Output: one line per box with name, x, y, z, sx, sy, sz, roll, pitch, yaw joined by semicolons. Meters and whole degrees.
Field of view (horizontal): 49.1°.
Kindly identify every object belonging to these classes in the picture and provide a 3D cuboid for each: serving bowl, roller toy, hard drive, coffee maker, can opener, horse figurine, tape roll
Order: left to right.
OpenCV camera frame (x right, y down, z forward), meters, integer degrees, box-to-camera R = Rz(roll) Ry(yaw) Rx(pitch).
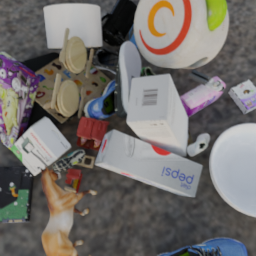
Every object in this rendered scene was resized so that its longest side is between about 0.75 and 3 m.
hard drive;-3.517;2.006;8.500;1.177;0.319;1.685;-2;66;-2
horse figurine;-1.662;2.597;7.464;0.706;1.873;2.827;-10;64;31
tape roll;-1.860;-3.421;9.615;1.903;1.903;1.307;-3;105;-1
coffee maker;-0.228;-3.876;10.338;1.493;1.047;1.555;26;84;36
roller toy;1.684;-3.284;9.009;2.031;2.651;2.906;-8;46;-45
can opener;2.459;-1.449;8.877;0.325;0.410;1.233;-46;57;-11
serving bowl;3.777;1.307;8.481;2.811;0.925;2.811;0;67;0

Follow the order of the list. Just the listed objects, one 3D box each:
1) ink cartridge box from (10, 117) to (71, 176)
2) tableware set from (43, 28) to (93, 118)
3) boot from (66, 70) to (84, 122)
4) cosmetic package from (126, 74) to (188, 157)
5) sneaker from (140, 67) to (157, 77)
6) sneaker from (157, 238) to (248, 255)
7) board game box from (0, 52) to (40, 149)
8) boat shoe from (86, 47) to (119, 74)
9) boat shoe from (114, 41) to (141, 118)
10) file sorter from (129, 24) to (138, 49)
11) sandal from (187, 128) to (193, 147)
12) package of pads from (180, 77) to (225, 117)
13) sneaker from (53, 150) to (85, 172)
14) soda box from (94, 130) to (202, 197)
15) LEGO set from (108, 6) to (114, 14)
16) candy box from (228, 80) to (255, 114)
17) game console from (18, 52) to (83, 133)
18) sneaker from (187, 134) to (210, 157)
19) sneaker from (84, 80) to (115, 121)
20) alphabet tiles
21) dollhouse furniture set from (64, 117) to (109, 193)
ink cartridge box;-2.592;0.569;8.220;1.152;1.579;0.663;50;42;-6
tableware set;-1.781;-1.526;8.260;0.474;1.565;2.367;7;84;22
boot;-1.977;-1.507;9.792;1.597;0.828;2.444;-23;69;-13
cosmetic package;0.980;-0.221;8.128;1.114;2.627;1.413;-3;64;21
sneaker;0.643;-1.816;9.683;0.806;0.929;2.096;-26;51;-22
sneaker;1.913;3.582;7.349;2.679;1.194;1.052;-13;67;-6
board game box;-3.689;-0.761;8.655;1.607;2.678;0.432;35;28;21
boat shoe;-0.852;-2.439;9.822;2.363;0.783;0.826;34;84;36
boat shoe;-0.095;-1.504;8.649;0.706;0.856;2.495;-17;65;38
file sorter;0.662;-3.490;10.701;1.137;0.697;0.789;21;69;8
sandal;1.858;0.130;9.345;0.421;0.283;1.047;-21;68;-9
package of pads;2.455;-1.028;9.488;1.566;0.943;0.592;-30;69;-13
sneaker;-1.791;0.990;8.521;1.043;0.415;0.404;-28;108;-16
soda box;0.602;1.058;8.018;2.904;0.921;0.991;23;74;-14
LEGO set;-0.389;-4.288;11.268;1.078;0.471;1.661;31;83;14
candy box;4.167;-1.096;9.843;0.817;0.348;0.974;-25;69;-11
game console;-2.838;-1.003;9.412;2.182;1.444;2.481;-40;78;24
sneaker;2.353;0.514;8.863;1.205;0.483;0.424;-35;94;-42
sneaker;-0.355;-0.959;9.129;1.026;0.904;2.301;-6;33;43
alphabet tiles;-1.814;-1.349;9.237;2.221;0.100;2.657;41;52;-1
dollhouse furniture set;-1.257;0.879;8.532;0.874;1.156;2.148;13;70;-5
